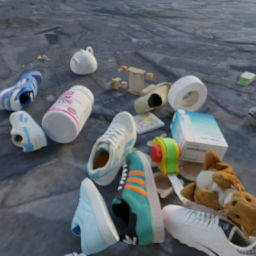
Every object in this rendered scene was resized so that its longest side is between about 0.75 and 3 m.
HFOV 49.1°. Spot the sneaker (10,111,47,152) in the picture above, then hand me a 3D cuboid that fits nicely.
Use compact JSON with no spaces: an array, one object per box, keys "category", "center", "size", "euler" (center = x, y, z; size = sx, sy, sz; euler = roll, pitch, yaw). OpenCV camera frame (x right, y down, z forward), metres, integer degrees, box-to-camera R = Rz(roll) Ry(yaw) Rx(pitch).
[{"category":"sneaker","center":[-3.923,0.082,10.327],"size":[0.921,0.872,2.280],"euler":[-25,41,-34]}]

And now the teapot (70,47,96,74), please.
[{"category":"teapot","center":[-2.498,-3.786,15.639],"size":[1.566,1.159,1.587],"euler":[-14,36,-19]}]

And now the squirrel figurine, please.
[{"category":"squirrel figurine","center":[2.610,1.813,6.832],"size":[1.436,2.029,1.894],"euler":[-50,27,-5]}]

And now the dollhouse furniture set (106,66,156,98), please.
[{"category":"dollhouse furniture set","center":[0.090,-2.060,13.126],"size":[2.337,1.211,1.035],"euler":[22,38,28]}]

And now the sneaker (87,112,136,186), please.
[{"category":"sneaker","center":[-0.460,0.517,8.681],"size":[0.946,0.998,2.472],"euler":[13,66,21]}]

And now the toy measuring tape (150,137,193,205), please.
[{"category":"toy measuring tape","center":[1.325,1.048,8.386],"size":[0.951,0.951,2.586],"euler":[-10,37,-14]}]

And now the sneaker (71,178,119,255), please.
[{"category":"sneaker","center":[-1.080,2.180,7.212],"size":[1.006,0.907,2.455],"euler":[-29,24,-7]}]

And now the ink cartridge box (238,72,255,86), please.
[{"category":"ink cartridge box","center":[6.175,-2.564,14.630],"size":[0.528,0.301,1.016],"euler":[28,43,34]}]

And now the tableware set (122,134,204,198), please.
[{"category":"tableware set","center":[1.197,1.182,9.208],"size":[2.323,0.323,2.781],"euler":[-25,42,-31]}]

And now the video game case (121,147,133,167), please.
[{"category":"video game case","center":[-0.467,0.768,9.760],"size":[1.209,0.152,1.688],"euler":[-1,31,11]}]

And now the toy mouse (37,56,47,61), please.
[{"category":"toy mouse","center":[-5.220,-4.315,17.281],"size":[0.716,0.156,0.806],"euler":[8,36,12]}]

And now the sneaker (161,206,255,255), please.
[{"category":"sneaker","center":[1.925,2.439,6.811],"size":[2.448,0.985,0.935],"euler":[21,40,29]}]

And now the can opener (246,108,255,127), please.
[{"category":"can opener","center":[5.636,-0.074,10.872],"size":[0.578,0.725,2.168],"euler":[-22,50,-36]}]

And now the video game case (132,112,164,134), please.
[{"category":"video game case","center":[0.671,-0.222,11.396],"size":[1.198,0.137,1.090],"euler":[-19,39,-24]}]

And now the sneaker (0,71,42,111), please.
[{"category":"sneaker","center":[-4.635,-1.643,12.754],"size":[1.130,1.016,2.747],"euler":[13,44,16]}]

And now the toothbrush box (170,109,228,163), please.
[{"category":"toothbrush box","center":[2.398,0.282,9.827],"size":[1.462,0.852,1.997],"euler":[8,33,-7]}]

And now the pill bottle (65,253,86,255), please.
[{"category":"pill bottle","center":[-1.337,3.095,6.304],"size":[0.807,0.448,0.448],"euler":[-4,33,-25]}]

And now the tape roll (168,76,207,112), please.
[{"category":"tape roll","center":[2.483,-1.351,11.720],"size":[1.588,1.588,0.555],"euler":[-11,42,-15]}]

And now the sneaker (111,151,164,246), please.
[{"category":"sneaker","center":[0.090,1.752,7.683],"size":[1.188,1.061,2.972],"euler":[-4,37,-8]}]

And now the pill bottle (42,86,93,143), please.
[{"category":"pill bottle","center":[-2.236,-0.621,10.904],"size":[1.353,1.353,2.387],"euler":[6,34,9]}]

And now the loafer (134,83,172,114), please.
[{"category":"loafer","center":[1.272,-1.288,12.195],"size":[2.273,0.860,0.776],"euler":[-39,24,-30]}]
